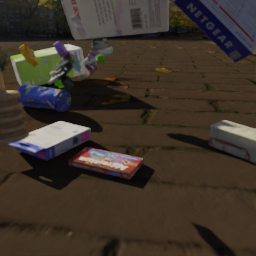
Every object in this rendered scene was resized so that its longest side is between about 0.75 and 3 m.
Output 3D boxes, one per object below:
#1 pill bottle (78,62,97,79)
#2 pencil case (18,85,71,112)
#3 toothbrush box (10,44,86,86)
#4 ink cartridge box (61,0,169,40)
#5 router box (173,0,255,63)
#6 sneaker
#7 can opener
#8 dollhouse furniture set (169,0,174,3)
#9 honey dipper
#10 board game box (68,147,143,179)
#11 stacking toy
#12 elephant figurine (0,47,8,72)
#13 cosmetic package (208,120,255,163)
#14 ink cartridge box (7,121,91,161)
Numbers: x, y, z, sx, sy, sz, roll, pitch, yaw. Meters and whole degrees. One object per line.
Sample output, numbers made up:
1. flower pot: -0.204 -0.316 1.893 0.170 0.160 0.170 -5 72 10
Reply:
1. pill bottle: -2.132 -2.993 14.427 0.620 0.620 1.113 13 47 30
2. pencil case: -2.865 -0.995 9.440 1.901 0.742 0.826 10 36 22
3. toothbrush box: -3.780 -2.971 13.230 2.980 1.283 2.169 -17 26 -20
4. ink cartridge box: -0.335 -3.775 7.825 2.858 2.070 1.200 -3 47 9
5. router box: 0.950 -1.211 2.731 0.778 0.867 0.212 -58 15 -26
6. sneaker: -1.210 -2.777 9.791 1.177 0.823 0.458 -28 21 2
7. can opener: -1.005 -0.807 4.313 0.276 0.348 1.048 -34 23 8
8. dollhouse furniture set: 2.291 -3.166 7.103 1.727 2.433 1.928 -40 27 22
9. honey dipper: -1.859 -1.180 3.590 0.541 2.846 0.541 -7 17 2
10. board game box: -0.463 0.710 5.874 1.405 0.137 0.723 9 24 22
11. stacking toy: -1.270 -1.509 5.875 1.257 0.392 1.667 -28 -17 6
12. elephant figurine: -2.769 -1.058 5.286 0.848 0.930 1.198 -7 50 7
13. cosmetic package: 2.554 0.285 6.403 0.641 0.541 1.240 -15 25 -35
14. ink cartridge box: -1.835 0.299 6.626 1.047 0.368 1.755 12 21 30
